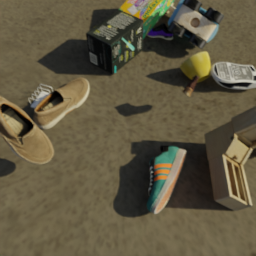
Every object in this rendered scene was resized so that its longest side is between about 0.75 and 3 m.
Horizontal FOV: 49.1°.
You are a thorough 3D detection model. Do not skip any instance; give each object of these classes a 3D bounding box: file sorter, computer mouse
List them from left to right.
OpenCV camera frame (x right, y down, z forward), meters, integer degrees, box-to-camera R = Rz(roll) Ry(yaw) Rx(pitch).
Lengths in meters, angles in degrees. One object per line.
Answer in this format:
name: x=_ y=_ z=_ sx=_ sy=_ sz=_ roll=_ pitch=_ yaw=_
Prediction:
file sorter: x=-3.028 y=-1.083 z=9.811 sx=0.545 sy=0.489 sz=0.786 roll=17 pitch=54 yaw=12
computer mouse: x=4.338 y=-1.839 z=10.346 sx=2.814 sy=0.617 sz=1.543 roll=5 pitch=58 yaw=-3

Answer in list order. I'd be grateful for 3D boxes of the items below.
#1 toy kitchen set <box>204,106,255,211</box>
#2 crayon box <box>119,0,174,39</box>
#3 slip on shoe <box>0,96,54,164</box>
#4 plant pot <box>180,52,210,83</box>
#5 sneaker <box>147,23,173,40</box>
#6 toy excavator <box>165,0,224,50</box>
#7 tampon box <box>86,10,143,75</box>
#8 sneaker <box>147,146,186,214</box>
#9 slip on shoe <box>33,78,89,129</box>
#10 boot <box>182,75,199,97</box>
toy kitchen set: x=3.754 y=0.891 z=7.517 sx=1.984 sy=2.432 sz=2.194 roll=30 pitch=46 yaw=-30
crayon box: x=0.636 y=-5.106 z=12.139 sx=1.504 sy=0.738 sz=2.533 roll=34 pitch=82 yaw=25
slip on shoe: x=-2.527 y=0.126 z=6.824 sx=0.699 sy=2.308 sz=0.878 roll=3 pitch=48 yaw=36
plant pot: x=2.598 y=-2.159 z=10.370 sx=1.114 sy=1.114 sz=0.791 roll=-21 pitch=78 yaw=-15
sneaker: x=1.354 y=-4.236 z=12.093 sx=1.264 sy=0.629 sz=0.440 roll=12 pitch=54 yaw=9
toy excavator: x=2.420 y=-4.712 z=12.008 sx=2.894 sy=1.487 sz=2.976 roll=31 pitch=22 yaw=1
tampon box: x=-0.467 y=-3.334 z=10.885 sx=1.233 sy=1.464 sz=1.953 roll=32 pitch=59 yaw=22
sneaker: x=0.892 y=1.373 z=7.856 sx=0.858 sy=0.766 sz=2.147 roll=17 pitch=51 yaw=21
slip on shoe: x=-2.256 y=-1.022 z=9.589 sx=0.950 sy=0.757 sz=2.499 roll=32 pitch=59 yaw=22
boot: x=2.009 y=-1.327 z=8.828 sx=0.292 sy=0.807 sz=0.671 roll=34 pitch=102 yaw=4
